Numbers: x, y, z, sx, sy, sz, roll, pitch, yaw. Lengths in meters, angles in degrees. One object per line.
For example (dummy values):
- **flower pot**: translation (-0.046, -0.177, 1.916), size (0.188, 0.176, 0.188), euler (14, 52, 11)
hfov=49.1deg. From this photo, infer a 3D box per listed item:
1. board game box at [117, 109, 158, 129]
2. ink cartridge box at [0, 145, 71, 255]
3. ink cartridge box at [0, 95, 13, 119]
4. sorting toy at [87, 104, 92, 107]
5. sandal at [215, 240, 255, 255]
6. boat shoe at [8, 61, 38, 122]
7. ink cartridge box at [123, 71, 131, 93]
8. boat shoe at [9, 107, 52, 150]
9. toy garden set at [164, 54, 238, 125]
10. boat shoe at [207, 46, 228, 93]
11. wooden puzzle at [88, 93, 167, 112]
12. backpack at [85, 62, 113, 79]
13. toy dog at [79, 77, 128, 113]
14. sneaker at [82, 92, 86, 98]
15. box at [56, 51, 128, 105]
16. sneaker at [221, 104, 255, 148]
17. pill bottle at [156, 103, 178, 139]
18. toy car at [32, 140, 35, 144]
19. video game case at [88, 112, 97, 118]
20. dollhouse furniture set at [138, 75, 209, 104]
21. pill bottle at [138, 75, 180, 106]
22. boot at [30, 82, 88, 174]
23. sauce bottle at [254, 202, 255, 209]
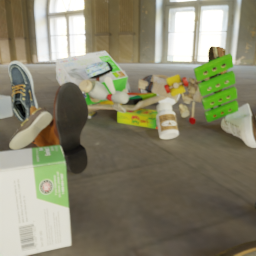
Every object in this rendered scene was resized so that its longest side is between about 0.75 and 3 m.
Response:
- **board game box**: translation (0.672, -0.405, 11.213), size (2.005, 0.477, 1.019), euler (10, 19, 30)
- **ink cartridge box**: translation (-1.962, 1.161, 4.233), size (2.032, 1.485, 0.857), euler (-5, 18, -18)
- **ink cartridge box**: translation (-6.419, -0.911, 12.117), size (2.211, 0.922, 1.605), euler (10, 19, 29)
- **sorting toy**: translation (-1.987, -1.186, 12.981), size (0.428, 0.801, 0.721), euler (30, 40, 15)
- **sandal**: translation (2.049, 1.878, 3.240), size (2.521, 1.030, 0.688), euler (7, 38, 0)
- **boat shoe**: translation (-4.222, -1.421, 11.017), size (0.815, 2.304, 1.046), euler (-10, 21, 7)
- **ink cartridge box**: translation (-1.066, -2.280, 15.064), size (2.254, 1.828, 0.565), euler (9, 56, 22)
- **boat shoe**: translation (-2.453, 0.007, 6.929), size (0.376, 1.265, 0.454), euler (46, 0, 35)
- **toy garden set**: translation (2.386, -1.108, 9.114), size (2.090, 2.508, 0.500), euler (-21, 48, 9)
- **boat shoe**: translation (3.125, -2.004, 9.532), size (0.577, 1.696, 0.610), euler (1, -9, -12)
- **wooden puzzle**: translation (-0.017, -1.242, 12.680), size (2.893, 0.539, 2.676), euler (0, 15, 36)
- **backpack**: translation (-1.100, -2.083, 10.125), size (0.880, 0.677, 0.718), euler (-38, 15, -14)
- **toy dog**: translation (-0.781, -1.424, 10.296), size (1.955, 0.942, 1.289), euler (21, -17, 11)
- **sneaker**: translation (-1.728, -1.098, 10.047), size (0.444, 0.311, 0.769), euler (-25, 28, 8)
- **box**: translation (-1.585, -2.111, 11.938), size (2.365, 1.143, 2.087), euler (-17, 54, -27)
- **sneaker**: translation (3.755, 0.058, 9.423), size (1.124, 0.966, 2.654), euler (-24, 11, 25)
- **pill bottle**: translation (1.258, -0.240, 9.217), size (0.635, 1.110, 0.635), euler (-6, -21, -2)
- **toy car**: translation (-2.751, 0.167, 9.061), size (0.546, 0.370, 1.113), euler (-28, 33, 13)
- **video game case**: translation (-1.886, -0.584, 12.455), size (0.802, 0.113, 0.887), euler (3, 15, 9)
- **dollhouse furniture set**: translation (1.702, -1.999, 10.484), size (2.478, 1.210, 2.113), euler (17, 26, -6)
- **pill bottle**: translation (1.518, -2.093, 15.179), size (1.437, 1.437, 2.706), euler (-7, 18, -21)
- **boot**: translation (-1.912, -0.223, 7.335), size (0.830, 2.283, 2.425), euler (-24, 31, -31)
- **sauce bottle**: translation (2.693, 1.568, 4.917), size (0.319, 0.319, 0.985), euler (-8, 20, -26)
